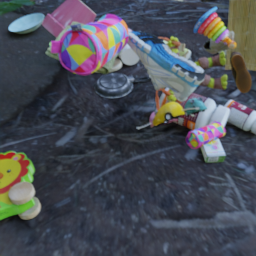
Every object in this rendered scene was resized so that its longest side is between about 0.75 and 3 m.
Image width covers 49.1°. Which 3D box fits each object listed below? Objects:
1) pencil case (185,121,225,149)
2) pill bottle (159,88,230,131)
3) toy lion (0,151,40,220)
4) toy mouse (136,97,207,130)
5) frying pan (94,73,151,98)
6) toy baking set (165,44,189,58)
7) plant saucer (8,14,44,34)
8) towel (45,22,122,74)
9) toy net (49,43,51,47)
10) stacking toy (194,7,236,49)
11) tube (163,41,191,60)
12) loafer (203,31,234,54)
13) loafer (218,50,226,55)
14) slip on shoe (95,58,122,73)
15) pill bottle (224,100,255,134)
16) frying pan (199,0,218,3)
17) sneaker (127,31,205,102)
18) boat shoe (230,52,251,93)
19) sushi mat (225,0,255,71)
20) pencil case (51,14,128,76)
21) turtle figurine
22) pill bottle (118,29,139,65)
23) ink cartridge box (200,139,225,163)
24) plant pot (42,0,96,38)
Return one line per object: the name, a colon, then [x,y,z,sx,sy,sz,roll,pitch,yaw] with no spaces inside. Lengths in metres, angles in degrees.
pencil case: [2.116,0.185,7.653,1.199,0.530,0.530,-19,46,-35]
pill bottle: [2.247,-0.577,9.751,2.232,1.223,1.223,25,49,24]
toy lion: [-3.812,1.761,7.725,2.659,0.913,2.549,-29,44,-27]
toy mouse: [1.158,-0.380,6.693,1.749,1.968,0.381,-12,83,-50]
frying pan: [-0.089,-1.819,11.694,2.670,0.435,1.615,0,45,4]
toy baking set: [1.466,-2.396,9.496,0.904,0.137,1.178,34,92,26]
plant saucer: [-5.540,-5.670,15.476,2.062,0.397,2.062,-9,43,9]
towel: [-1.269,-2.504,8.668,2.188,0.399,1.623,19,60,14]
toy net: [-3.186,-4.399,14.351,0.974,0.359,1.857,15,46,16]
stacking toy: [2.201,-2.310,6.837,1.089,0.632,0.598,46,67,5]
tube: [2.171,-3.872,13.749,0.572,0.511,1.970,12,20,-48]
loafer: [2.367,-2.233,7.408,0.383,1.122,0.424,5,83,-14]
loafer: [5.027,-3.980,13.836,1.591,0.556,0.555,-17,35,-20]
slip on shoe: [-1.651,-3.208,12.765,2.756,0.835,1.048,13,46,13]
pill bottle: [4.055,-0.364,9.878,1.382,0.757,0.757,33,53,30]
frying pan: [2.885,-4.934,10.330,2.036,0.331,1.232,-15,10,-35]
sneaker: [0.718,-1.552,7.132,0.908,1.050,2.423,-24,59,-40]
boat shoe: [3.371,-1.684,8.415,0.452,1.283,0.451,-16,26,15]
sushi mat: [3.791,-2.974,8.863,1.255,2.623,0.159,11,45,25]
pencil case: [-0.703,-1.894,6.142,0.997,0.997,2.256,12,29,12]
turtle figurine: [1.707,-1.497,8.380,2.281,0.911,2.828,-1,65,7]
pill bottle: [-0.050,-3.835,13.252,1.065,1.065,1.878,-7,45,-8]
ink cartridge box: [2.702,0.604,9.177,0.585,0.334,1.126,-3,44,-3]
plant pot: [-1.999,-3.811,10.091,1.474,1.646,1.646,-49,51,11]
